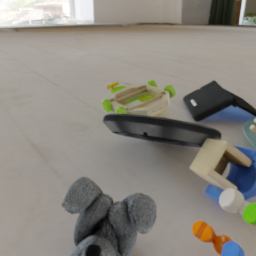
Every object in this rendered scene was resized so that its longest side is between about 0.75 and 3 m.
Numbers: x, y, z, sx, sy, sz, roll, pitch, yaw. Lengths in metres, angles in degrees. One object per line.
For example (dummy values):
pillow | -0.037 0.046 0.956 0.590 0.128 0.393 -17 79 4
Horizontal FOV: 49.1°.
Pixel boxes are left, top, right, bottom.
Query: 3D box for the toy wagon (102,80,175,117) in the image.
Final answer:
toy wagon | 0.187 -1.066 9.932 2.188 0.558 2.820 -26 31 -25

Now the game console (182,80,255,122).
game console | 3.411 -0.715 10.289 2.163 1.431 2.459 -28 20 11

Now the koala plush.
koala plush | -0.427 1.823 4.133 1.381 1.431 1.557 14 48 3

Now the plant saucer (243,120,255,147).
plant saucer | 4.022 0.301 7.898 1.610 0.221 1.610 6 37 -5

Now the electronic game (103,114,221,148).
electronic game | 0.813 0.033 7.005 2.912 0.606 2.912 9 -5 1

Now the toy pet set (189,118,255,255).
toy pet set | 2.160 1.091 5.034 1.284 2.418 2.258 35 -7 -16
